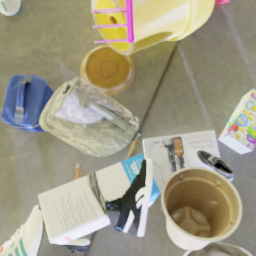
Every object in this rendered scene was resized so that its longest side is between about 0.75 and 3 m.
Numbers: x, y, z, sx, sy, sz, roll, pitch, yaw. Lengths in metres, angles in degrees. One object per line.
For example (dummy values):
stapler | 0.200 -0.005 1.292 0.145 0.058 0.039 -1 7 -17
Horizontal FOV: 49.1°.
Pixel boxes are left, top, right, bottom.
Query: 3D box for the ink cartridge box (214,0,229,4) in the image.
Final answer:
ink cartridge box | 2.127 -4.668 8.620 2.350 1.734 1.006 -7 77 1

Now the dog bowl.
dog bowl | 2.309 4.207 7.230 2.522 0.739 2.522 0 78 0

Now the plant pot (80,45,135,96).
plant pot | -0.652 -1.862 8.799 1.727 0.237 1.727 0 77 0

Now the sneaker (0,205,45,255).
sneaker | -2.846 3.081 7.124 1.112 0.837 2.379 16 93 -13

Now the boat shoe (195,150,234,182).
boat shoe | 2.262 0.912 7.359 0.424 0.401 1.182 -32 53 -18

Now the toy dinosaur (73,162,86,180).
toy dinosaur | -1.401 1.619 7.964 0.672 0.382 1.266 -1 76 34

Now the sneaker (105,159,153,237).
sneaker | -0.011 1.290 5.347 0.836 0.546 1.495 8 90 2

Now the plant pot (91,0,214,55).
plant pot | 0.492 -3.393 7.650 2.535 2.695 2.695 -38 80 -20

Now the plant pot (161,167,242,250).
plant pot | 1.609 2.122 6.818 1.774 1.624 1.774 0 50 0

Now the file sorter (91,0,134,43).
file sorter | -0.331 -2.531 6.054 0.844 0.935 1.346 -1 109 6

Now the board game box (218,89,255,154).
board game box | 3.452 -0.165 8.122 0.822 0.837 1.597 33 79 7

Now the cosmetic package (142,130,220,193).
cosmetic package | 1.546 0.986 8.028 2.082 0.538 1.570 -8 79 -1

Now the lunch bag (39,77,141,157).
lunch bag | -0.937 -0.244 7.181 2.148 1.801 1.496 34 70 -22

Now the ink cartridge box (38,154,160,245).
ink cartridge box | -0.680 1.791 6.827 2.533 1.849 1.068 -19 68 -13

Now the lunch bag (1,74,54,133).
lunch bag | -2.866 -0.762 8.115 1.122 1.093 1.652 6 79 1

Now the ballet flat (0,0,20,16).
ballet flat | -4.041 -5.088 9.131 0.974 0.974 2.806 -8 77 -2

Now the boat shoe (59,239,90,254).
boat shoe | -1.443 3.138 7.408 1.040 0.389 0.345 -9 88 26
